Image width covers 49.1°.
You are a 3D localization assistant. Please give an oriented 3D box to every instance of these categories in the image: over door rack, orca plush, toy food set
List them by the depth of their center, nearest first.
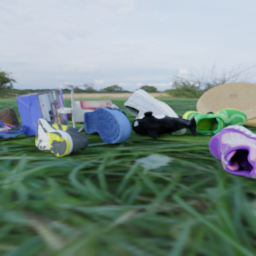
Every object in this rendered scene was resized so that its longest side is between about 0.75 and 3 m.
[{"bbox_3d":[0.911,0.116,7.785,1.906,0.678,1.003,9,-35,19],"label":"orca plush"},{"bbox_3d":[-1.624,-0.597,8.593,0.686,1.521,2.059,1,10,13],"label":"over door rack"},{"bbox_3d":[4.271,-0.987,11.253,2.952,0.718,2.922,-6,33,21],"label":"toy food set"}]

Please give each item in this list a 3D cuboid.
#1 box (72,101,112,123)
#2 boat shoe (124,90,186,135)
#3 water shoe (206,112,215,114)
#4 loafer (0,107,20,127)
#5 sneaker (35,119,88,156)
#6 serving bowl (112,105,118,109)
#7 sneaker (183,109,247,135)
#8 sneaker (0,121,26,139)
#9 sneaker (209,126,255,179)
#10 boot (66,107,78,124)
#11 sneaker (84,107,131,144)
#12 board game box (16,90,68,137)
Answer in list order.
[{"bbox_3d":[-1.186,-0.533,9.417,1.282,0.698,0.820,-1,0,0],"label":"box"},{"bbox_3d":[0.754,-0.344,9.034,0.983,0.963,2.759,-41,39,-5],"label":"boat shoe"},{"bbox_3d":[2.958,-0.279,9.641,1.461,0.577,0.522,-11,20,-38],"label":"water shoe"},{"bbox_3d":[-4.798,-0.339,9.190,2.470,0.877,0.902,-1,7,-4],"label":"loafer"},{"bbox_3d":[-1.507,0.240,6.205,0.737,0.649,1.743,2,14,-39],"label":"sneaker"},{"bbox_3d":[-0.753,-0.348,9.980,1.044,0.343,1.044,-13,46,14],"label":"serving bowl"},{"bbox_3d":[2.711,-0.103,8.535,2.115,0.783,0.884,-5,23,-14],"label":"sneaker"},{"bbox_3d":[-3.347,0.016,7.380,0.533,0.555,1.416,-2,4,40],"label":"sneaker"},{"bbox_3d":[1.767,0.412,4.535,0.762,0.693,1.723,-18,10,-15],"label":"sneaker"},{"bbox_3d":[-2.157,-0.419,11.938,1.591,0.579,1.690,-3,21,0],"label":"boot"},{"bbox_3d":[-0.388,-0.165,7.700,1.042,0.938,2.674,-8,10,-25],"label":"sneaker"},{"bbox_3d":[-2.562,-0.496,8.545,0.711,1.171,1.468,-7,9,15],"label":"board game box"}]
